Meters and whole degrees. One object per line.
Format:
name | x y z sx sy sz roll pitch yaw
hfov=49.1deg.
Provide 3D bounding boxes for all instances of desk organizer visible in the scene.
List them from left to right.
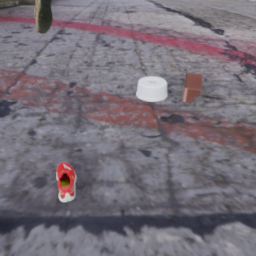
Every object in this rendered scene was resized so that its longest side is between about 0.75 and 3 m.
desk organizer | 2.854 -1.803 12.431 0.755 0.703 1.961 9 33 10

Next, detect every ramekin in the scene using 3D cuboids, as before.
ramekin | 1.056 -1.742 12.342 1.383 0.674 1.383 0 32 0

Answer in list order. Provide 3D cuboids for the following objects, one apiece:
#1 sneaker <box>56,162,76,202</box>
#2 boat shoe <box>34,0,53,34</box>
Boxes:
sneaker | -1.648 1.314 7.486 0.542 0.598 1.408 -9 33 -14
boat shoe | -3.249 -4.384 10.647 0.614 1.622 0.599 6 -2 -41
